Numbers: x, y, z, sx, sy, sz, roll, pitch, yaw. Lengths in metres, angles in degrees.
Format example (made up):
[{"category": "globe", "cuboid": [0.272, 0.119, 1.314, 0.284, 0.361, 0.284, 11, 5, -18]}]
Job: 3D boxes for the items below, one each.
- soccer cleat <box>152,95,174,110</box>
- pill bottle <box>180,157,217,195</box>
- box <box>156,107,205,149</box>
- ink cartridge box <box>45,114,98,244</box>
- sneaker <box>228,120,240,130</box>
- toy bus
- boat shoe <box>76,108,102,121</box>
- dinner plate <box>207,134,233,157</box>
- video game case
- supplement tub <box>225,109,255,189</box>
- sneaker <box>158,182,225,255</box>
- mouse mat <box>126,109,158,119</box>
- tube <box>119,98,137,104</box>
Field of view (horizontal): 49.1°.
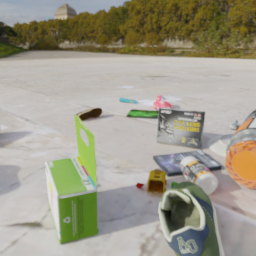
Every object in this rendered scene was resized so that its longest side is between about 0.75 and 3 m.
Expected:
[{"category": "soccer cleat", "cuboid": [2.029, -1.221, 15.804, 0.987, 0.861, 2.582, 28, 11, -10]}, {"category": "pill bottle", "cuboid": [2.012, 1.361, 8.171, 0.705, 0.705, 1.212, -5, 24, -13]}, {"category": "box", "cuboid": [2.067, -0.022, 11.122, 1.798, 1.424, 0.435, 9, 13, 22]}, {"category": "ink cartridge box", "cuboid": [-1.380, 1.065, 6.514, 0.910, 2.403, 1.776, -8, 21, -22]}, {"category": "sneaker", "cuboid": [5.089, -0.073, 13.100, 0.514, 0.334, 0.890, 25, 34, 33]}, {"category": "toy bus", "cuboid": [0.841, 1.469, 8.059, 1.047, 0.574, 1.110, -9, 19, -35]}, {"category": "boat shoe", "cuboid": [-2.076, -0.754, 14.661, 1.548, 0.558, 0.557, -24, 31, -36]}, {"category": "dinner plate", "cuboid": [4.503, 0.654, 10.973, 2.675, 0.324, 2.675, 0, 18, 0]}, {"category": "video game case", "cuboid": [1.976, 1.185, 9.597, 1.914, 0.182, 1.367, -6, 20, -14]}, {"category": "supplement tub", "cuboid": [4.197, 0.539, 8.746, 1.780, 1.780, 2.905, 14, 32, 35]}, {"category": "sneaker", "cuboid": [1.223, 1.701, 5.912, 0.992, 1.329, 2.960, -29, 17, 13]}, {"category": "mouse mat", "cuboid": [0.952, -0.765, 15.394, 1.944, 0.073, 1.564, 3, 19, 10]}, {"category": "tube", "cuboid": [0.006, -1.716, 17.878, 1.160, 0.292, 0.449, 10, 34, 15]}]
